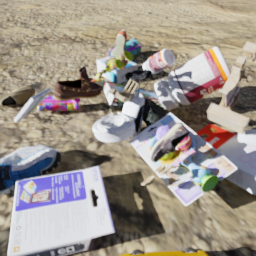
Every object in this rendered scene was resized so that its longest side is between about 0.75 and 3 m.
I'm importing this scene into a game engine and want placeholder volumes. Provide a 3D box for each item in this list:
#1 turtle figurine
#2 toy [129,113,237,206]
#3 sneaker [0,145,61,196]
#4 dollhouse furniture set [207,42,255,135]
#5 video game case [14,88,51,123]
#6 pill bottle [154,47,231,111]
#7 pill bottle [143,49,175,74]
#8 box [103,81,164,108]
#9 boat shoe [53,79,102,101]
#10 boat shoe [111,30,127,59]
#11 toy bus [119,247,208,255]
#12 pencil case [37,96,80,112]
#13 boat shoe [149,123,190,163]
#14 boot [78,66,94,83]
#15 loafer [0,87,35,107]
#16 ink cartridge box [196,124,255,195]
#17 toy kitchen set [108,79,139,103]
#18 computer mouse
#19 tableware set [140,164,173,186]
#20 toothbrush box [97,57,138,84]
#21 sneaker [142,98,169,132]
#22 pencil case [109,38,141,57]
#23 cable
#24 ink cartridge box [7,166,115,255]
[{"bbox_3d":[-0.419,-2.185,9.517,1.780,0.573,1.435,-33,11,-26],"label":"turtle figurine"},{"bbox_3d":[1.314,0.563,7.735,1.669,0.684,2.898,-33,47,-9],"label":"toy"},{"bbox_3d":[-3.337,1.134,8.198,2.541,0.953,1.101,-19,32,-38],"label":"sneaker"},{"bbox_3d":[3.934,-1.251,9.496,1.251,1.464,2.825,27,82,24],"label":"dollhouse furniture set"},{"bbox_3d":[-2.489,-0.603,7.301,0.107,0.935,0.851,44,29,-7],"label":"video game case"},{"bbox_3d":[2.464,-1.779,10.674,2.688,1.473,1.473,-27,28,21],"label":"pill bottle"},{"bbox_3d":[1.136,-2.464,10.638,0.655,0.655,1.195,-33,10,-38],"label":"pill bottle"},{"bbox_3d":[0.201,-1.157,10.862,2.192,0.381,1.206,8,36,-28],"label":"box"},{"bbox_3d":[-1.896,-1.561,10.992,2.118,0.745,0.746,-16,44,-41],"label":"boat shoe"},{"bbox_3d":[-0.320,-3.045,10.451,0.458,1.288,0.403,18,54,-2],"label":"boat shoe"},{"bbox_3d":[0.603,2.874,5.480,2.061,0.807,0.671,-1,-6,-2],"label":"toy bus"},{"bbox_3d":[-2.787,-1.008,11.200,1.694,0.749,0.749,-5,35,-13],"label":"pencil case"},{"bbox_3d":[1.009,0.413,6.866,1.207,0.434,0.391,-47,50,2],"label":"boat shoe"},{"bbox_3d":[-1.922,-2.376,13.026,0.462,1.062,1.277,9,35,13],"label":"boot"},{"bbox_3d":[-4.702,-1.248,11.847,1.619,0.615,0.546,-24,41,-15],"label":"loafer"},{"bbox_3d":[3.309,0.608,8.960,2.407,0.845,2.961,-27,45,-35],"label":"ink cartridge box"},{"bbox_3d":[-0.180,-1.311,9.193,0.663,0.733,0.812,33,11,9],"label":"toy kitchen set"},{"bbox_3d":[0.167,-0.842,9.699,0.520,2.370,1.299,2,8,-38],"label":"computer mouse"},{"bbox_3d":[0.683,1.166,6.933,0.854,1.022,0.119,-37,88,-8],"label":"tableware set"},{"bbox_3d":[-0.560,-2.982,14.160,1.329,0.774,1.815,-23,41,-30],"label":"toothbrush box"},{"bbox_3d":[0.767,-0.246,9.670,1.277,0.852,2.229,35,32,-9],"label":"sneaker"},{"bbox_3d":[-0.134,-4.420,16.112,1.006,0.927,2.178,-10,22,43],"label":"pencil case"},{"bbox_3d":[-0.465,0.010,9.054,1.375,0.476,1.375,-24,29,-31],"label":"cable"},{"bbox_3d":[-1.669,2.059,7.032,2.324,0.504,2.303,-9,36,-10],"label":"ink cartridge box"}]
